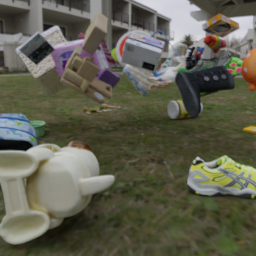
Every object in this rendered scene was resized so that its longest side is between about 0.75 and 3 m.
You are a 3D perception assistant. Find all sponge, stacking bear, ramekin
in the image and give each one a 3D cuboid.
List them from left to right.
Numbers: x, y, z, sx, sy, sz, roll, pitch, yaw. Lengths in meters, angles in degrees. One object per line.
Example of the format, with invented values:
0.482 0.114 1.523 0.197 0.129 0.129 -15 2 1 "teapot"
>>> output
-3.975 0.070 11.634 1.047 0.511 1.047 0 15 0 "ramekin"
-0.973 -2.115 12.444 0.235 0.880 1.577 45 11 21 "sponge"
2.786 -2.827 9.244 0.503 0.471 0.829 -33 -20 37 "stacking bear"

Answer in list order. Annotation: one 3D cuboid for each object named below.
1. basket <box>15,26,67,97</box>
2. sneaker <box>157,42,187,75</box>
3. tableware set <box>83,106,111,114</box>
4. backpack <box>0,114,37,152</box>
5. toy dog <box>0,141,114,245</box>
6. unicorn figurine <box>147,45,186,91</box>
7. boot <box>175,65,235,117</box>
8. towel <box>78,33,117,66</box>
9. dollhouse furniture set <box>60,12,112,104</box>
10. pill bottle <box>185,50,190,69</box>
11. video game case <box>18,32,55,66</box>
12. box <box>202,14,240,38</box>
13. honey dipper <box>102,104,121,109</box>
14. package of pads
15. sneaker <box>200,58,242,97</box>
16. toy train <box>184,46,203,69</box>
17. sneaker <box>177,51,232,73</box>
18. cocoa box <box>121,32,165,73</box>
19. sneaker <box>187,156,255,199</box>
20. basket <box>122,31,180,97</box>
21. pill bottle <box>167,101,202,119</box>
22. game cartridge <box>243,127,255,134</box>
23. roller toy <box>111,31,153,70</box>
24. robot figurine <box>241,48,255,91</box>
-3.407 -2.891 12.554 2.141 1.738 2.161 -34 -17 -10 "basket"
2.204 -3.047 13.898 0.873 2.479 1.159 14 51 -19 "sneaker"
-1.914 -1.141 16.720 1.675 0.257 1.128 -12 19 -38 "tableware set"
-3.767 0.421 7.902 2.287 1.866 1.758 6 43 -12 "backpack"
-1.370 0.953 5.879 2.276 1.638 2.347 -20 0 7 "toy dog"
1.719 -2.328 12.004 1.571 0.845 2.287 -11 46 32 "unicorn figurine"
2.392 -1.110 8.271 1.718 1.416 0.564 -10 -14 -24 "boot"
-1.231 -3.301 11.936 1.297 0.205 1.801 25 -9 21 "towel"
-0.776 -2.051 8.921 1.830 2.245 2.135 28 28 -20 "dollhouse furniture set"
3.020 -3.574 14.932 0.671 0.671 1.194 -3 -15 -12 "pill bottle"
-2.934 -2.542 9.045 0.865 0.786 0.101 -37 46 9 "video game case"
2.861 -3.060 8.529 1.103 0.229 0.656 7 -16 -34 "box"
-1.049 -1.317 17.528 1.255 0.238 0.238 10 18 20 "honey dipper"
-1.848 -2.636 10.608 2.088 1.258 0.790 -1 29 31 "package of pads"
3.524 -1.982 11.049 2.333 0.895 0.978 -28 -20 1 "sneaker"
1.775 -1.917 7.459 0.344 0.257 1.504 -2 28 22 "toy train"
2.590 -2.086 9.428 1.955 0.833 0.763 -28 16 0 "sneaker"
0.547 -2.748 10.202 1.339 0.893 0.879 18 45 3 "cocoa box"
2.603 1.165 6.847 2.230 0.852 0.841 -1 14 -4 "sneaker"
1.118 -2.798 12.642 2.476 2.183 1.722 -36 7 19 "basket"
3.025 -1.000 14.834 1.673 0.956 0.956 -6 16 -23 "pill bottle"
5.602 0.111 12.218 0.763 0.140 0.866 -12 20 -38 "game cartridge"
0.521 -3.763 14.538 2.293 2.092 1.603 38 1 13 "roller toy"
4.270 -2.001 9.100 1.386 1.124 1.927 -38 -9 18 "robot figurine"
